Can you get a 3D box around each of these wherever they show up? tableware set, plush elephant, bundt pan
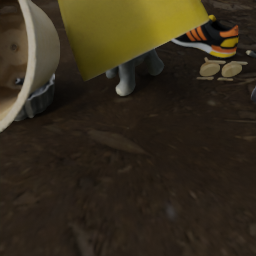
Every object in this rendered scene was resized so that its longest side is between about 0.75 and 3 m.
[{"bbox_3d":[2.208,-1.440,6.713,1.049,0.693,0.210,-1,63,-14],"label":"tableware set"},{"bbox_3d":[-0.415,-2.404,8.604,1.916,2.475,2.038,13,47,42],"label":"plush elephant"},{"bbox_3d":[-3.042,-0.948,7.669,2.188,0.821,2.188,0,40,0],"label":"bundt pan"}]

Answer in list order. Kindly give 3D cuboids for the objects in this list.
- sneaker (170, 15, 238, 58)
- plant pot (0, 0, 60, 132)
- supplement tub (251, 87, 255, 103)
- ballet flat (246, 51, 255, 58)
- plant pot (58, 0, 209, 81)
[{"bbox_3d":[2.752,-3.613,10.361,2.841,1.278,0.994,31,50,30],"label":"sneaker"},{"bbox_3d":[-2.160,-1.212,4.134,2.525,2.525,2.311,3,14,3],"label":"plant pot"},{"bbox_3d":[2.879,-0.241,4.644,0.861,0.861,1.610,-26,54,-27],"label":"supplement tub"},{"bbox_3d":[4.736,-2.632,10.002,0.985,0.280,0.327,21,45,22],"label":"ballet flat"},{"bbox_3d":[-0.048,-2.820,5.853,2.598,2.292,2.598,-22,19,21],"label":"plant pot"}]
